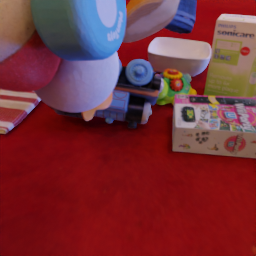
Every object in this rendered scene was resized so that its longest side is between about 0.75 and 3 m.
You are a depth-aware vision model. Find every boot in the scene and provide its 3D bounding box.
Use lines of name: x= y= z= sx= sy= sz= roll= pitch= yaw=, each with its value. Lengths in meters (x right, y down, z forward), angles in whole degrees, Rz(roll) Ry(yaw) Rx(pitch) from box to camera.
boot: x=0.469 y=-2.912 z=5.421 sx=2.354 sy=0.828 sz=1.685 roll=-33 pitch=62 yaw=21

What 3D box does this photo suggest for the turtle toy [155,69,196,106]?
turtle toy: x=1.216 y=-1.235 z=8.477 sx=1.323 sy=0.918 sz=1.816 roll=23 pitch=39 yaw=32

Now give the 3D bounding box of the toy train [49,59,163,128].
toy train: x=-0.605 y=-0.987 z=7.396 sx=2.988 sy=1.707 sz=1.295 roll=11 pitch=-5 yaw=0

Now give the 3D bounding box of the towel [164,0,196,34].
towel: x=1.179 y=-3.856 z=7.064 sx=1.507 sy=2.698 sz=0.655 roll=-2 pitch=2 yaw=-40

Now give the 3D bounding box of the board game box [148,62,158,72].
board game box: x=0.759 y=-2.518 z=11.136 sx=0.988 sy=0.244 sz=1.251 roll=8 pitch=34 yaw=12

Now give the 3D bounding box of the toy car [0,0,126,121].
toy car: x=-0.648 y=-0.955 z=2.876 sx=1.930 sy=2.094 sz=1.852 roll=3 pitch=69 yaw=24

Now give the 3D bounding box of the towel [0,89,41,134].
towel: x=-3.674 y=-0.707 z=8.243 sx=1.981 sy=0.313 sz=2.751 roll=6 pitch=34 yaw=9

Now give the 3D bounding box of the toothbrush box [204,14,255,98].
toothbrush box: x=3.340 y=-1.961 z=8.242 sx=1.738 sy=2.387 sz=1.028 roll=14 pitch=33 yaw=20

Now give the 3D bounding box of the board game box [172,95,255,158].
board game box: x=2.309 y=-0.102 z=6.866 sx=2.374 sy=0.763 sz=1.752 roll=4 pitch=33 yaw=6

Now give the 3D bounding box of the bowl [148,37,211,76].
bowl: x=1.961 y=-2.730 z=10.843 sx=2.315 sy=0.865 sz=2.319 roll=9 pitch=33 yaw=11
